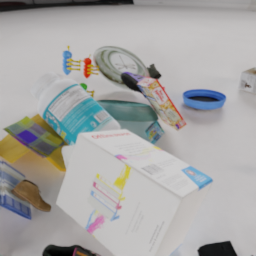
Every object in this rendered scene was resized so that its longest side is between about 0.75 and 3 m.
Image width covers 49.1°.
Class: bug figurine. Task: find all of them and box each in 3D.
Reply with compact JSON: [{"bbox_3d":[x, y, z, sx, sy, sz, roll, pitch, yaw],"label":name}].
[{"bbox_3d":[-2.086,-2.095,11.653,0.737,2.221,2.864,5,6,15],"label":"bug figurine"}]

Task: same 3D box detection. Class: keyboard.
[{"bbox_3d":[2.218,3.073,5.360,1.295,0.210,2.038,-8,32,-1],"label":"keyboard"}]

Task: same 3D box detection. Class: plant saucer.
[{"bbox_3d":[-0.222,-2.801,12.670,2.779,2.779,0.697,15,65,23],"label":"plant saucer"},{"bbox_3d":[-0.202,-0.702,10.455,2.757,0.496,2.757,5,10,-1],"label":"plant saucer"}]

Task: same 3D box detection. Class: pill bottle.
[{"bbox_3d":[-1.664,-0.428,8.542,2.751,1.524,1.524,45,43,5],"label":"pill bottle"}]

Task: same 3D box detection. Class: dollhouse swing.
[{"bbox_3d":[-2.606,0.540,9.384,2.134,2.064,2.348,-31,12,37],"label":"dollhouse swing"}]

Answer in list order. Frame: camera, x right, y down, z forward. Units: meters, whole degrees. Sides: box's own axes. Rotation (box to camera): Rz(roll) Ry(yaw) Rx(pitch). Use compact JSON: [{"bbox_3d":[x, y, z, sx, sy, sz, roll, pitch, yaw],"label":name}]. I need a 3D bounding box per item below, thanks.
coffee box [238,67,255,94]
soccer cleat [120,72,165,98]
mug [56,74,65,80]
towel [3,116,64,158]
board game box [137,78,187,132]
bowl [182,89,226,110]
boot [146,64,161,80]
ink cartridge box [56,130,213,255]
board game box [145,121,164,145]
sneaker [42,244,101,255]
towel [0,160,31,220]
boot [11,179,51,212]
[{"bbox_3d":[6.637,-2.067,13.244,1.307,0.911,2.286,-24,38,-34],"label":"coffee box"},{"bbox_3d":[0.655,-1.867,11.899,2.300,0.842,0.784,29,-16,-30],"label":"soccer cleat"},{"bbox_3d":[-2.994,-1.704,12.215,1.082,0.799,0.949,10,59,-29],"label":"mug"},{"bbox_3d":[-2.628,0.242,7.976,1.492,0.170,1.072,34,28,4],"label":"towel"},{"bbox_3d":[1.149,-0.857,9.874,0.436,1.881,1.425,-37,18,-2],"label":"board game box"},{"bbox_3d":[3.314,-1.263,12.284,1.873,0.368,1.873,0,24,0],"label":"bowl"},{"bbox_3d":[1.026,-2.367,12.836,0.384,1.134,0.741,-20,73,-41],"label":"boot"},{"bbox_3d":[-0.023,1.265,5.977,2.775,1.738,1.784,29,17,29],"label":"ink cartridge box"},{"bbox_3d":[0.925,0.143,9.893,0.184,0.593,0.786,33,19,-27],"label":"board game box"},{"bbox_3d":[-0.809,2.692,5.374,1.932,0.834,0.776,2,32,3],"label":"sneaker"},{"bbox_3d":[-2.853,1.533,6.988,0.171,1.056,1.437,-32,48,2],"label":"towel"},{"bbox_3d":[-2.179,1.628,6.635,0.420,1.112,0.409,-52,35,-14],"label":"boot"}]
